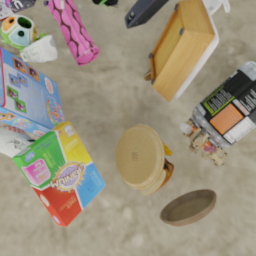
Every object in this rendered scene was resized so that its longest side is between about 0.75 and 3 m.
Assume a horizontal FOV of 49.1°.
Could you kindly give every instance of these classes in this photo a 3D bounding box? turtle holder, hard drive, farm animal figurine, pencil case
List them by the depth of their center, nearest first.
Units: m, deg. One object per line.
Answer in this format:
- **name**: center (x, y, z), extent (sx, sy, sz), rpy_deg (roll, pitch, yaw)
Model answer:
- **farm animal figurine**: center (1.815, 0.460, 7.046), extent (0.605, 1.148, 1.161), rpy_deg (-46, 47, -6)
- **hard drive**: center (0.775, -3.693, 8.077), extent (0.412, 1.948, 1.314), rpy_deg (54, 42, -3)
- **pencil case**: center (-1.735, -3.141, 8.897), extent (1.005, 1.037, 2.215), rpy_deg (-28, 89, -21)
- **turtle holder**: center (-3.436, -3.097, 9.231), extent (1.349, 0.958, 1.025), rpy_deg (40, 53, -21)

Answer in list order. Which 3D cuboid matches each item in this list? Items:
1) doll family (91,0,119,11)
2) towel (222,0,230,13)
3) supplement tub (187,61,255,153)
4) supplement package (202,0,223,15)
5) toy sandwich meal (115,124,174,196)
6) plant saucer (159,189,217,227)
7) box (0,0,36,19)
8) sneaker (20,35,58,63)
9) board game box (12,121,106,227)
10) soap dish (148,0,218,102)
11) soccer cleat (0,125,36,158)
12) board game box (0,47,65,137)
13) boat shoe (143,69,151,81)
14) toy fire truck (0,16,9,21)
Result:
- **doll family**: center (-0.789, -4.641, 8.918), extent (1.725, 2.984, 1.171), rpy_deg (-24, 83, 20)
- **towel**: center (2.574, -3.850, 7.633), extent (0.145, 0.893, 1.216), rpy_deg (-12, 58, 26)
- **supplement tub**: center (2.953, -0.503, 7.970), extent (2.523, 1.546, 1.546), rpy_deg (-42, 77, 18)
- **supplement package**: center (2.476, -4.036, 9.293), extent (1.006, 0.558, 0.784), rpy_deg (-43, 90, -1)
- **toy sandwich meal**: center (0.438, 0.840, 7.809), extent (1.965, 0.673, 1.965), rpy_deg (-7, 80, 43)
- **plant saucer**: center (1.328, 1.757, 6.147), extent (1.338, 1.338, 0.197), rpy_deg (-26, 94, -7)
- **box**: center (-2.969, -3.343, 7.144), extent (1.118, 0.641, 0.738), rpy_deg (-15, 47, 14)
- **sneaker**: center (-2.836, -2.390, 8.918), extent (0.801, 2.000, 0.703), rpy_deg (-22, 101, -32)
- **board game box**: center (-1.643, 1.142, 7.119), extent (1.622, 0.427, 2.120), rpy_deg (-44, 115, -39)
- **soap dish**: center (1.519, -2.345, 8.448), extent (1.030, 2.536, 1.995), rpy_deg (14, 49, -15)
- **soccer cleat**: center (-2.709, 0.602, 7.469), extent (0.942, 2.211, 0.759), rpy_deg (35, 87, 42)
- **board game box**: center (-2.840, -0.929, 7.470), extent (0.511, 2.792, 2.112), rpy_deg (-30, 59, 19)
- **boat shoe**: center (1.036, -2.247, 11.123), extent (1.054, 0.380, 0.379), rpy_deg (-34, 46, 1)
- **toy fire truck**: center (-6.087, -4.964, 10.804), extent (1.554, 2.328, 2.772), rpy_deg (38, 78, 10)
